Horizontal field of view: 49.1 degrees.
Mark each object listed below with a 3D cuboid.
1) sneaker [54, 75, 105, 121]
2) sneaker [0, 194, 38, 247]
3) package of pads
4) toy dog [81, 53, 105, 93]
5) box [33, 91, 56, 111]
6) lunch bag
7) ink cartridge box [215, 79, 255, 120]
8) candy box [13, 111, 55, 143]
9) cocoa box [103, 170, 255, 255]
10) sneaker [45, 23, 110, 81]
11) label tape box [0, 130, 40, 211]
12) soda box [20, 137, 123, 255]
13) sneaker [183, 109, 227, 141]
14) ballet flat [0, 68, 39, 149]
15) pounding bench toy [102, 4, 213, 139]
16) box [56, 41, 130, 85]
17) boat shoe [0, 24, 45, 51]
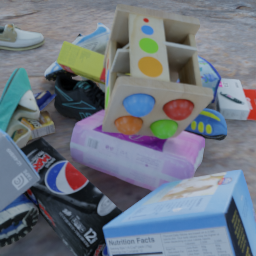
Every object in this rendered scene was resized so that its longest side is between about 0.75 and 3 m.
[{"bbox_3d":[-0.975,-0.612,7.642,2.798,1.109,1.055,21,43,22],"label":"sneaker"},{"bbox_3d":[-2.894,1.811,4.850,2.440,0.958,1.088,-23,45,-36],"label":"sneaker"},{"bbox_3d":[0.249,0.479,6.119,2.653,1.004,1.598,17,22,17],"label":"package of pads"},{"bbox_3d":[-0.310,-1.676,9.224,2.276,1.096,1.501,10,46,33],"label":"toy dog"},{"bbox_3d":[-2.726,-0.685,7.926,1.357,0.220,0.822,-8,35,34],"label":"box"},{"bbox_3d":[1.661,-1.590,8.724,1.641,1.230,1.930,-8,50,-10],"label":"lunch bag"},{"bbox_3d":[3.454,-0.887,8.533,1.538,0.386,1.772,4,40,7],"label":"ink cartridge box"},{"bbox_3d":[-2.639,-0.019,7.503,1.190,0.329,0.687,-18,44,-20],"label":"candy box"},{"bbox_3d":[0.903,1.508,3.662,1.424,1.401,2.135,-17,-4,26],"label":"cocoa box"},{"bbox_3d":[-1.678,-2.447,9.292,2.644,0.950,0.958,-32,80,8],"label":"sneaker"},{"bbox_3d":[-3.053,1.030,4.077,2.919,0.965,2.091,-38,33,-24],"label":"label tape box"},{"bbox_3d":[-1.231,1.333,5.340,0.869,0.971,2.745,-32,50,-32],"label":"soda box"},{"bbox_3d":[1.488,-0.184,7.376,2.401,0.995,0.851,23,78,43],"label":"sneaker"},{"bbox_3d":[-2.733,-0.179,6.773,1.000,0.957,2.842,16,61,-4],"label":"ballet flat"},{"bbox_3d":[0.296,-0.661,5.615,1.563,2.515,1.962,5,62,-13],"label":"pounding bench toy"},{"bbox_3d":[-0.571,-1.549,7.803,2.634,0.660,0.991,21,0,-2],"label":"box"},{"bbox_3d":[-4.891,-3.819,11.673,2.644,0.904,0.988,-5,40,-6],"label":"boat shoe"}]
